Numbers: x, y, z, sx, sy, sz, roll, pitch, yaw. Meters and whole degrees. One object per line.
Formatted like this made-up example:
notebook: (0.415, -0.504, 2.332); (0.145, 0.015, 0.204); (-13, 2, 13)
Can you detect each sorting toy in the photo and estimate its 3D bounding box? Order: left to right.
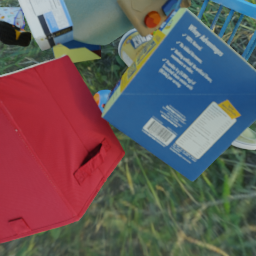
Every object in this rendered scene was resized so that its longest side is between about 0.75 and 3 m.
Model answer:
sorting toy: (0.552, -3.295, 6.896); (1.586, 2.128, 0.285); (-29, 56, 16)

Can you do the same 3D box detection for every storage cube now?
storage cube: (-1.624, 0.309, 4.540); (2.267, 2.038, 1.938); (-22, 14, 27)

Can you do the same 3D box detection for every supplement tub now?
supplement tub: (0.603, -2.452, 9.710); (1.320, 1.320, 1.825); (-22, 53, -18)

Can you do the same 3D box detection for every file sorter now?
file sorter: (2.385, -1.827, 6.106); (1.890, 1.671, 2.723); (-12, 43, -42)

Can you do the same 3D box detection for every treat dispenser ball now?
treat dispenser ball: (-0.674, -0.706, 8.529); (0.893, 0.893, 0.893); (0, 49, 0)

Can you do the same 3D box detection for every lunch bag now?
lunch bag: (-5.098, -4.371, 11.675); (1.222, 0.890, 1.437); (-2, 41, -2)

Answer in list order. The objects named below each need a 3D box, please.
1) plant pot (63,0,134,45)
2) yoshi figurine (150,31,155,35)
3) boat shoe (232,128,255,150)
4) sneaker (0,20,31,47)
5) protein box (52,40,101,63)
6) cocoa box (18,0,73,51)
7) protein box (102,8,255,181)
plant pot: (-0.910, -3.960, 7.882); (2.610, 2.666, 2.617); (-25, 54, 27)
yoshi figurine: (1.276, -3.526, 11.182); (1.098, 0.617, 0.615); (26, 70, 17)
boat shoe: (2.944, -0.030, 8.119); (1.908, 0.592, 0.687); (29, 55, 23)
sneaker: (-3.449, -2.678, 7.816); (0.735, 0.571, 1.634); (24, 11, 11)
protein box: (-2.080, -3.530, 10.723); (1.761, 1.197, 1.774); (-11, 50, -10)
cocoa box: (-1.503, -2.024, 5.338); (0.724, 0.735, 1.103); (-23, 8, -8)
protein box: (0.917, -0.563, 4.665); (1.899, 1.913, 1.291); (35, 19, -13)
